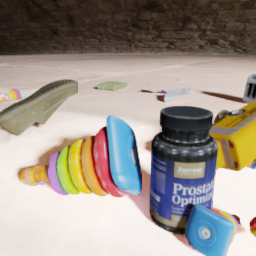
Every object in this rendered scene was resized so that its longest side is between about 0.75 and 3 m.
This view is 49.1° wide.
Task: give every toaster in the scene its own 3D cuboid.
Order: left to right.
[{"bbox_3d":[5.209,-1.440,11.021,1.089,1.204,0.714,25,32,37],"label":"toaster"}]

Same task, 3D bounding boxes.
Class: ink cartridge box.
[{"bbox_3d":[2.061,-1.371,11.549,1.011,0.288,0.821,-2,27,22],"label":"ink cartridge box"}]

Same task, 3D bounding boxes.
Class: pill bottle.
[{"bbox_3d":[0.762,0.551,3.928,0.906,1.620,0.906,0,18,0],"label":"pill bottle"}]

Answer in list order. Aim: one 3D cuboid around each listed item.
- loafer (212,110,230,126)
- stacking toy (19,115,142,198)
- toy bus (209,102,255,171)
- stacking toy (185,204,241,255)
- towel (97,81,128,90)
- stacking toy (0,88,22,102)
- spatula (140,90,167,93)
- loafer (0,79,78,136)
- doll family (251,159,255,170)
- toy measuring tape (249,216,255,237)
[{"bbox_3d":[2.627,0.023,7.092,0.746,0.673,1.973,-2,18,-6],"label":"loafer"},{"bbox_3d":[-0.880,0.674,4.585,2.093,1.148,1.214,-13,-24,13],"label":"stacking toy"},{"bbox_3d":[2.197,0.195,5.540,2.268,0.738,0.888,-28,19,-28],"label":"toy bus"},{"bbox_3d":[1.224,1.279,3.664,0.561,0.531,0.967,21,11,40],"label":"stacking toy"},{"bbox_3d":[-0.791,-2.194,14.564,1.164,0.286,1.569,9,19,24],"label":"towel"},{"bbox_3d":[-4.962,-1.298,11.686,0.522,0.494,0.900,18,37,36],"label":"stacking toy"},{"bbox_3d":[1.296,-1.737,13.370,1.438,0.148,0.406,4,18,12],"label":"spatula"},{"bbox_3d":[-2.380,-0.587,7.730,2.368,0.799,0.901,-29,28,-10],"label":"loafer"},{"bbox_3d":[3.002,0.613,5.642,0.999,0.450,0.620,13,22,34],"label":"doll family"},{"bbox_3d":[1.717,1.233,3.417,0.299,0.299,0.813,-3,-16,-9],"label":"toy measuring tape"}]
